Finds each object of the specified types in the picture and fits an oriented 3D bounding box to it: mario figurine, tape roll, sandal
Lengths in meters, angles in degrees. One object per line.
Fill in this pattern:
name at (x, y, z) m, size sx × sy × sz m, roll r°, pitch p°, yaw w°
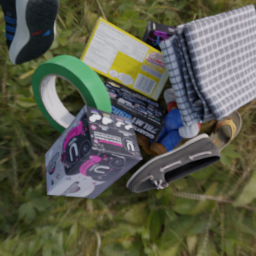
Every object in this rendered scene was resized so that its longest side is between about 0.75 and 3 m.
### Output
mario figurine at (1.428, -0.453, 7.997) m, size 1.722 × 1.478 × 2.789 m, roll 42°, pitch 75°, yaw 17°
tape roll at (-1.388, -0.664, 6.735) m, size 2.076 × 2.076 × 0.499 m, roll 33°, pitch 46°, yaw 12°
sandal at (2.819, 0.122, 8.264) m, size 0.708 × 0.476 × 1.764 m, roll 39°, pitch 70°, yaw 14°

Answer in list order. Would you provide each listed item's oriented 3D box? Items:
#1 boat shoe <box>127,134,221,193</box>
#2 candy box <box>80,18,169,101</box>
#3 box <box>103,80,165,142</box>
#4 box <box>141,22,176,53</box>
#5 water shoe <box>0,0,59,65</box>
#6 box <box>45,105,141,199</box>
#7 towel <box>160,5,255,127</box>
boat shoe at (1.179, 1.067, 7.208) m, size 2.556 × 0.855 × 0.728 m, roll -31°, pitch 53°, yaw -2°
candy box at (0.025, -1.702, 7.250) m, size 2.344 × 0.310 × 1.198 m, roll 23°, pitch 98°, yaw -24°
box at (0.026, -0.566, 7.693) m, size 2.000 × 1.986 × 0.497 m, roll 26°, pitch 109°, yaw -2°
box at (1.443, -2.214, 8.355) m, size 2.264 × 1.619 × 0.409 m, roll 7°, pitch 59°, yaw -13°
water shoe at (-2.237, -2.466, 6.160) m, size 1.049 × 2.933 × 1.157 m, roll -31°, pitch 90°, yaw -32°
box at (-0.853, 0.642, 6.167) m, size 1.282 × 1.941 × 1.113 m, roll 16°, pitch 43°, yaw -36°
towel at (2.273, -1.570, 6.822) m, size 2.785 × 1.192 × 2.306 m, roll -29°, pitch 109°, yaw -31°
